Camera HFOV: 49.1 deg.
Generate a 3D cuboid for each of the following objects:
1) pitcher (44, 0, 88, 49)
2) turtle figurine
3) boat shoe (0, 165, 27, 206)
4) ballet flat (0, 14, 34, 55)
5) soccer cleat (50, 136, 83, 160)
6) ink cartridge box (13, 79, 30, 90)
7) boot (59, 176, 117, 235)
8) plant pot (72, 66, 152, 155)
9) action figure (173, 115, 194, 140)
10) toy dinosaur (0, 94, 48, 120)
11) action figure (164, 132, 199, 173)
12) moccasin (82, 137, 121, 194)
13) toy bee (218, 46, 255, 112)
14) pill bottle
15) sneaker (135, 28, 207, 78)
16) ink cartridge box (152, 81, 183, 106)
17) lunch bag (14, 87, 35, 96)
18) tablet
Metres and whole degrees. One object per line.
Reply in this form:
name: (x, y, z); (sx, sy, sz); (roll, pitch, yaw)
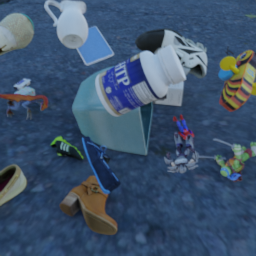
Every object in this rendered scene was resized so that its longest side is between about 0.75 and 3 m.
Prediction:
pitcher: (-2.314, -3.957, 10.461); (1.600, 1.131, 1.866); (4, 62, -20)
turtle figurine: (3.171, 0.751, 8.594); (1.511, 1.122, 1.559); (-19, 44, -30)
boat shoe: (-3.780, 1.835, 7.374); (0.881, 0.790, 2.381); (18, 40, 22)
ballet flat: (-3.763, -2.560, 8.408); (2.759, 0.930, 0.860); (-7, 41, 45)
soccer cleat: (-2.011, 0.769, 9.195); (1.363, 0.460, 0.552); (30, 66, 33)
ink cartridge box: (-4.956, -2.057, 13.182); (0.411, 0.162, 0.826); (12, 40, 17)
boot: (-0.763, 1.975, 7.441); (1.735, 0.665, 1.347); (13, 34, 28)
plant pot: (-0.498, -0.656, 9.359); (2.318, 2.270, 2.276); (1, 49, 11)
action figure: (2.040, 0.093, 10.135); (0.448, 0.354, 1.371); (-12, 42, -7)
toy dinosaur: (-3.993, -0.980, 10.772); (1.721, 1.897, 0.996); (-21, 47, 25)
action figure: (0.780, 0.383, 4.061); (0.493, 0.263, 0.757); (-5, 35, 18)
moccasin: (-0.629, 0.814, 6.510); (0.502, 0.592, 1.472); (-24, 69, -11)
toy bee: (3.557, -1.866, 8.721); (1.720, 1.428, 2.627); (11, 64, -30)
pill bottle: (0.215, -0.801, 4.708); (1.360, 0.814, 0.814); (-23, 32, 19)
sneaker: (1.596, -2.393, 9.438); (2.903, 1.075, 1.285); (7, 67, -27)
ink cartridge box: (1.333, -1.754, 12.174); (2.048, 0.854, 1.488); (6, 37, 8)
lunch bag: (-4.535, -1.498, 12.298); (0.642, 0.309, 0.801); (19, 40, 28)
tablet: (-1.559, -3.498, 11.852); (1.278, 0.134, 1.963); (-24, 62, -11)
